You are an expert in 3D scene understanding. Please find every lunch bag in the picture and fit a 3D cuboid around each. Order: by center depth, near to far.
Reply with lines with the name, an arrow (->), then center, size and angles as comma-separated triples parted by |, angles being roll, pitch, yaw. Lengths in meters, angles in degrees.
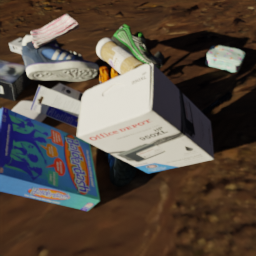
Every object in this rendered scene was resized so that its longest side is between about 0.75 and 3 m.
lunch bag -> 4.267, -3.071, 12.481 | 1.600, 0.617, 1.283 | 18, 47, 20

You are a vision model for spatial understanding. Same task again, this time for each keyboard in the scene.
keyboard -> 2.849, -0.739, 9.071 | 0.147, 1.148, 0.689 | 51, 20, -4

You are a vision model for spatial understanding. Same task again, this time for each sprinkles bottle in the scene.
sprinkles bottle -> -0.181, -1.673, 6.898 | 0.565, 0.565, 1.654 | -22, 44, -23

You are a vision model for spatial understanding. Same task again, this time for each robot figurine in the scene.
robot figurine -> -0.480, -1.157, 7.812 | 0.770, 1.062, 0.309 | 5, 25, 26

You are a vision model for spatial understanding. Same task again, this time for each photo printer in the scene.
photo printer -> -3.465, -0.418, 9.604 | 1.114, 0.465, 1.338 | 13, 44, 15

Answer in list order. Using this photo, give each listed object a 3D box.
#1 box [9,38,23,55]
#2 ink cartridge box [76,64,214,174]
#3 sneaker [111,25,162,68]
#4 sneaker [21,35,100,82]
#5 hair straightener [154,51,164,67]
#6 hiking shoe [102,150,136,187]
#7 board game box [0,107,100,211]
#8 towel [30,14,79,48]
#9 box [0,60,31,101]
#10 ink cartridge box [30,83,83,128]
box -> -4.985, -3.899, 13.570 | 1.347, 0.405, 0.785 | 19, 45, 21
ink cartridge box -> 0.482, -0.002, 6.520 | 1.982, 2.741, 1.154 | -19, 55, 34
sneaker -> 0.478, -2.924, 10.299 | 2.197, 0.936, 0.857 | 29, 13, -30
sneaker -> -2.698, -3.019, 11.168 | 2.918, 1.176, 2.137 | -6, 71, -21
hair straightener -> 0.891, -2.526, 11.610 | 0.975, 0.518, 2.534 | -22, 19, 46
hiking shoe -> -0.323, 0.696, 8.252 | 1.029, 0.883, 2.374 | -24, 45, 31
board game box -> -1.993, 0.800, 6.831 | 2.614, 0.588, 1.988 | 27, 31, -38
towel -> -2.604, -3.428, 9.643 | 1.597, 0.326, 2.183 | -27, 34, -5
box -> -4.754, -1.889, 10.861 | 1.378, 0.849, 1.366 | 14, 42, 3
ink cartridge box -> -1.451, -0.506, 7.503 | 2.091, 1.040, 0.410 | 23, 46, -19
